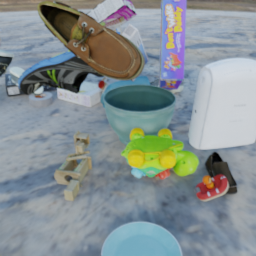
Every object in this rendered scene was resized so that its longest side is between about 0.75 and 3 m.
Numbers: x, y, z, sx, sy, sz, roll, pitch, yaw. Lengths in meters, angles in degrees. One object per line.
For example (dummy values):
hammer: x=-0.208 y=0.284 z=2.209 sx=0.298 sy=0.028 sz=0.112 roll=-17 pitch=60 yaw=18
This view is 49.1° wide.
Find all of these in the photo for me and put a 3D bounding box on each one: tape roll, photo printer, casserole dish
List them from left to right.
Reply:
tape roll: x=-3.625 y=-1.189 z=11.662 sx=0.942 sy=0.311 sz=0.942 roll=0 pitch=28 yaw=0
casserole dish: x=0.001 y=-1.252 z=10.852 sx=2.231 sy=1.351 sz=0.433 roll=-18 pitch=54 yaw=-28
photo printer: x=2.310 y=-0.547 z=6.357 sx=1.680 sy=2.019 sz=0.701 roll=-4 pitch=27 yaw=-17

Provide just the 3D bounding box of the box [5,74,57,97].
box: x=-4.558 y=-2.177 z=13.187 sx=2.268 sy=0.579 sz=1.789 roll=-11 pitch=32 yaw=-19

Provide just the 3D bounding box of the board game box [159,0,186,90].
board game box: x=1.368 y=-2.850 z=8.869 sx=0.671 sy=2.996 sz=2.014 roll=2 pitch=-1 yaw=5

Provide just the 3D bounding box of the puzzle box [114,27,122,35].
puzzle box: x=-0.779 y=-3.621 z=12.167 sx=1.425 sy=2.141 sz=0.272 roll=-10 pitch=-12 yaw=-32

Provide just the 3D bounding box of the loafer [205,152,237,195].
loafer: x=2.354 y=1.122 z=7.204 sx=0.534 sy=0.522 sz=1.464 roll=-4 pitch=29 yaw=-7

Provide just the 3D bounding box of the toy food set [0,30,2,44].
toy food set: x=-3.626 y=-2.532 z=7.585 sx=0.584 sy=0.620 sz=1.298 roll=-4 pitch=42 yaw=-50

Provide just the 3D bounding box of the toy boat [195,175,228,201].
toy boat: x=1.924 y=1.330 z=6.582 sx=0.797 sy=0.521 sz=0.520 roll=-26 pitch=27 yaw=14

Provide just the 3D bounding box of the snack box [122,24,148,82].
snack box: x=0.103 y=-2.041 z=8.093 sx=0.300 sy=0.888 sz=2.471 roll=36 pitch=2 yaw=11

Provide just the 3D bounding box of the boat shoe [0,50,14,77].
boat shoe: x=-2.934 y=-1.300 z=5.929 sx=0.815 sy=0.650 sz=2.154 roll=6 pitch=6 yaw=-30

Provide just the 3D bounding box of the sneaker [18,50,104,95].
sneaker: x=-1.673 y=-1.242 z=6.900 sx=2.481 sy=1.028 sz=0.880 roll=-15 pitch=15 yaw=20

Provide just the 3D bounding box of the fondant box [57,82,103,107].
fondant box: x=-1.950 y=-1.517 z=12.046 sx=1.791 sy=0.522 sz=1.292 roll=15 pitch=32 yaw=27

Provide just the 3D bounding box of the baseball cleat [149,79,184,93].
baseball cleat: x=1.404 y=-2.057 z=12.405 sx=2.103 sy=1.119 sz=0.733 roll=-2 pitch=32 yaw=-1

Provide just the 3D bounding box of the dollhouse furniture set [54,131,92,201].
dollhouse furniture set: x=-1.502 y=0.878 z=6.971 sx=0.740 sy=1.177 sz=1.331 roll=6 pitch=28 yaw=12

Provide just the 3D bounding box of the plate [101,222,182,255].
plate: x=0.250 y=2.390 z=5.238 sx=1.499 sy=0.192 sz=1.499 roll=0 pitch=30 yaw=0

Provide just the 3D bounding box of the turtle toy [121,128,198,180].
turtle toy: x=0.823 y=0.772 z=7.316 sx=2.033 sy=1.027 sz=1.481 roll=2 pitch=29 yaw=3

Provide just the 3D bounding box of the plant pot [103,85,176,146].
plant pot: x=0.348 y=-0.309 z=8.828 sx=2.207 sy=1.478 sz=2.207 roll=0 pitch=29 yaw=0

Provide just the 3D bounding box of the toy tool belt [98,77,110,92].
toy tool belt: x=-0.514 y=-1.388 z=11.443 sx=0.930 sy=0.945 sz=1.513 roll=21 pitch=13 yaw=-48

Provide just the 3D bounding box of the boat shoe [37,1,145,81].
boat shoe: x=-0.804 y=-1.652 z=5.315 sx=2.413 sy=0.868 sz=0.820 roll=34 pitch=13 yaw=22

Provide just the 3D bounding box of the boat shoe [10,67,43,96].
boat shoe: x=-4.370 y=-1.886 z=12.038 sx=2.013 sy=0.622 sz=0.733 roll=37 pitch=40 yaw=22

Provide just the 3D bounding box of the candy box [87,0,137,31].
candy box: x=-0.497 y=-2.495 z=6.407 sx=1.226 sy=0.374 sz=0.836 roll=-27 pitch=-3 yaw=22
